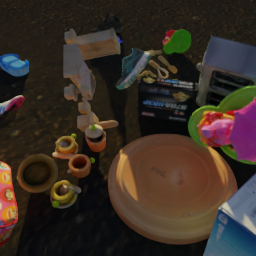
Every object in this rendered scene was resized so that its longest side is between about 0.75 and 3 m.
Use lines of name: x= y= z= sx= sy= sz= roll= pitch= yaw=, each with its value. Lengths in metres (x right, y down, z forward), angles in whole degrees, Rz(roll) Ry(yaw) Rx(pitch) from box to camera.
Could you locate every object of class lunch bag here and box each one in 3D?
lunch bag: x=-3.220 y=1.419 z=5.553 sx=1.739 sy=0.809 sz=1.974 roll=11 pitch=30 yaw=-35

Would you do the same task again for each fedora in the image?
fedora: x=-1.885 y=0.958 z=5.929 sx=0.844 sy=0.344 sz=0.844 roll=0 pitch=83 yaw=-3

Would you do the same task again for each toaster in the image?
toaster: x=3.104 y=-1.381 z=8.163 sx=2.169 sy=1.962 sz=1.287 roll=22 pitch=63 yaw=18

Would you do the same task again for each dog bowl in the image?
dog bowl: x=-4.288 y=-2.357 z=10.542 sx=1.401 sy=0.347 sz=0.781 roll=29 pitch=50 yaw=29

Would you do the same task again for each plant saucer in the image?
plant saucer: x=1.021 y=1.176 z=6.591 sx=3.001 sy=0.484 sz=3.001 roll=0 pitch=42 yaw=0

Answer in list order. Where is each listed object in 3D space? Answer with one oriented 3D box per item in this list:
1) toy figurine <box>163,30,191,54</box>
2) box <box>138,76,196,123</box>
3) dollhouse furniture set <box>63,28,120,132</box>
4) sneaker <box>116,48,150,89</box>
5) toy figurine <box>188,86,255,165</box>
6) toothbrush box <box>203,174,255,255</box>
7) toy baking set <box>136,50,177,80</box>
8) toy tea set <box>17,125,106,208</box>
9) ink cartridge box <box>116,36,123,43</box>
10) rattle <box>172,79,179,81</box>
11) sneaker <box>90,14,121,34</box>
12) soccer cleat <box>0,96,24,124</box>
toy figurine: x=1.862 y=-3.687 z=11.850 sx=1.236 sy=0.928 sz=1.137 roll=-32 pitch=32 yaw=2
box: x=1.091 y=-0.818 z=8.173 sx=1.594 sy=1.267 sz=0.367 roll=10 pitch=47 yaw=10
dollhouse furniture set: x=-0.934 y=-1.501 z=7.909 sx=1.269 sy=1.486 sz=2.868 roll=-8 pitch=68 yaw=10
sneaker: x=0.032 y=-1.906 z=8.928 sx=0.693 sy=0.589 sz=1.518 roll=36 pitch=80 yaw=9
toy figurine: x=2.162 y=-0.014 z=5.569 sx=2.373 sy=1.782 sz=2.184 roll=0 pitch=2 yaw=24
toothbrush box: x=2.120 y=1.786 z=4.867 sx=1.385 sy=1.891 sz=0.807 roll=-29 pitch=49 yaw=-29
toy baking set: x=0.839 y=-2.099 z=9.509 sx=1.551 sy=1.190 sz=0.180 roll=-11 pitch=43 yaw=13
toy tea set: x=-1.468 y=0.669 z=6.714 sx=1.390 sy=0.865 sz=2.337 roll=18 pitch=51 yaw=18
ink cartridge box: x=-0.802 y=-3.850 z=12.298 sx=0.841 sy=0.182 sz=0.833 roll=30 pitch=50 yaw=27
rattle: x=1.619 y=-1.126 z=9.267 sx=0.578 sy=0.634 sz=0.888 roll=-26 pitch=71 yaw=-18
sneaker: x=-1.048 y=-4.665 z=12.681 sx=1.553 sy=0.889 sz=0.594 roll=-20 pitch=44 yaw=-18
soccer cleat: x=-3.591 y=-0.626 z=8.253 sx=0.477 sy=0.386 sz=1.105 roll=36 pitch=71 yaw=18
